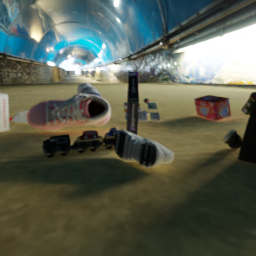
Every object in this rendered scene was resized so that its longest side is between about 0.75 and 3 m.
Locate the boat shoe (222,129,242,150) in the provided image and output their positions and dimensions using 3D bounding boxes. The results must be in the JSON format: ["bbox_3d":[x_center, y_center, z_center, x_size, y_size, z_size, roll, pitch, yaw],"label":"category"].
[{"bbox_3d":[2.515,0.296,6.677,0.340,0.408,1.093,46,11,27],"label":"boat shoe"}]

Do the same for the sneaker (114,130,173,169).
[{"bbox_3d":[0.268,0.462,6.086,0.683,0.633,1.685,5,11,-37],"label":"sneaker"}]

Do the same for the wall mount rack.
[{"bbox_3d":[-1.552,-0.642,7.797,1.127,0.420,0.979,-26,32,21],"label":"wall mount rack"}]

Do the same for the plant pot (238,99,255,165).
[{"bbox_3d":[4.156,-0.414,5.912,2.593,2.306,2.599,11,15,41],"label":"plant pot"}]

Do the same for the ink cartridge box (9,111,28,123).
[{"bbox_3d":[-3.843,-0.571,11.185,1.997,0.501,1.620,7,14,26],"label":"ink cartridge box"}]

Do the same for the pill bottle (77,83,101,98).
[{"bbox_3d":[-1.483,-1.072,11.042,0.883,0.883,1.592,-6,44,-29],"label":"pill bottle"}]

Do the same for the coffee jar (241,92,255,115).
[{"bbox_3d":[5.180,-1.032,11.665,0.529,1.014,0.433,-7,47,-21],"label":"coffee jar"}]

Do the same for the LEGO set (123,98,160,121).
[{"bbox_3d":[0.519,-0.682,11.679,1.403,0.461,1.879,0,33,-4],"label":"LEGO set"}]

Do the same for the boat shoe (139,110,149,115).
[{"bbox_3d":[0.489,-0.700,12.312,1.103,0.314,0.369,-9,15,-38],"label":"boat shoe"}]

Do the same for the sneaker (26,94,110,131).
[{"bbox_3d":[-1.826,-0.528,8.742,2.709,1.020,1.416,-2,-9,-12],"label":"sneaker"}]

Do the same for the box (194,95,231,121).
[{"bbox_3d":[3.457,-0.854,11.582,0.748,0.781,1.567,-17,16,-12],"label":"box"}]

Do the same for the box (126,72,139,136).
[{"bbox_3d":[0.125,-0.586,7.740,0.334,1.322,1.849,3,34,1],"label":"box"}]

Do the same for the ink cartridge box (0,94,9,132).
[{"bbox_3d":[-4.698,-0.475,8.702,1.199,1.231,1.915,9,13,26],"label":"ink cartridge box"}]

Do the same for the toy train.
[{"bbox_3d":[-0.919,0.304,6.623,2.204,0.505,0.376,-6,-19,-31],"label":"toy train"}]
